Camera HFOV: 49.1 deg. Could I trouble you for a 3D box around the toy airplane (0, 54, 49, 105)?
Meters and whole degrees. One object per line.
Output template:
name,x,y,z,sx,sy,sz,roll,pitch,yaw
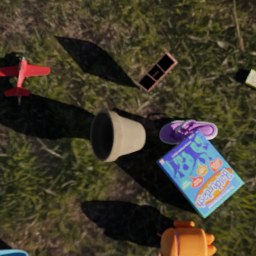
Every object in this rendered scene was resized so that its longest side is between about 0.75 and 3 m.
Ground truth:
toy airplane,-4.889,-2.264,12.652,2.494,0.459,2.494,-1,72,2

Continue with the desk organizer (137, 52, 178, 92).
desk organizer,1.221,-2.355,11.947,0.642,0.690,1.791,46,110,1

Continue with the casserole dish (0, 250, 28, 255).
casserole dish,-4.766,5.331,9.951,2.834,0.550,1.716,-4,53,-1

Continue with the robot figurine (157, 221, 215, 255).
robot figurine,2.075,4.238,10.197,2.018,1.177,1.451,1,91,-1

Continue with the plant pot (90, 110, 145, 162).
plant pot,-0.327,0.317,10.929,1.694,1.942,1.942,1,69,-34

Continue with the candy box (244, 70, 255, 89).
candy box,6.103,-2.010,12.708,1.429,0.189,0.730,29,77,9

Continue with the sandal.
sandal,2.541,0.077,11.817,2.442,0.600,0.994,-7,72,-2

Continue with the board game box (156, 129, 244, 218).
board game box,2.788,1.751,10.997,2.083,0.616,2.739,-39,86,-7
